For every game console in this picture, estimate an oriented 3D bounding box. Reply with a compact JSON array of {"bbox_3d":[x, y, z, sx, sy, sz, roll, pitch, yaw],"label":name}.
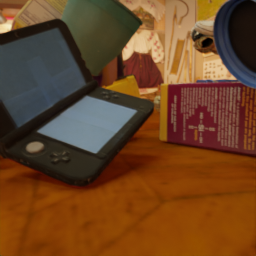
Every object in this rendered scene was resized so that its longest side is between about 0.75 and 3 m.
[{"bbox_3d":[-0.823,-0.579,4.045,1.975,1.360,2.291,17,36,20],"label":"game console"}]

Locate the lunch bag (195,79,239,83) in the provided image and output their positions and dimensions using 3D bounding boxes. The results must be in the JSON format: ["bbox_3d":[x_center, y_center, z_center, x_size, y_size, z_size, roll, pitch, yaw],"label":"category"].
[{"bbox_3d":[3.625,-1.248,11.943,1.602,1.645,2.421,-1,9,1],"label":"lunch bag"}]

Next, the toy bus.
[{"bbox_3d":[-0.783,-1.323,13.369,2.555,1.806,2.661,-18,8,-9],"label":"toy bus"}]

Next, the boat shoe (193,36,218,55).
[{"bbox_3d":[1.841,-1.984,6.571,0.401,0.411,1.086,19,9,-24],"label":"boat shoe"}]

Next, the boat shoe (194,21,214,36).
[{"bbox_3d":[2.766,-3.041,8.217,1.568,0.524,0.577,8,49,4],"label":"boat shoe"}]

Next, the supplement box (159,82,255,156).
[{"bbox_3d":[2.120,-0.292,5.791,1.659,1.308,2.535,-7,10,-42],"label":"supplement box"}]

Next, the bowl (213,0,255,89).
[{"bbox_3d":[1.694,-1.157,3.806,0.258,1.312,1.312,-30,15,-11],"label":"bowl"}]

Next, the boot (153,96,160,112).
[{"bbox_3d":[2.239,-1.230,14.372,2.096,0.981,2.696,4,7,26],"label":"boot"}]

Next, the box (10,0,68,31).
[{"bbox_3d":[-2.541,-3.429,8.811,1.175,2.430,2.137,37,-21,-22],"label":"box"}]

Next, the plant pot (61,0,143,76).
[{"bbox_3d":[-0.964,-2.577,7.654,2.056,1.932,2.056,31,13,-8],"label":"plant pot"}]

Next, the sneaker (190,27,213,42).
[{"bbox_3d":[3.617,-3.234,9.603,2.714,0.991,1.518,-15,38,12],"label":"sneaker"}]
